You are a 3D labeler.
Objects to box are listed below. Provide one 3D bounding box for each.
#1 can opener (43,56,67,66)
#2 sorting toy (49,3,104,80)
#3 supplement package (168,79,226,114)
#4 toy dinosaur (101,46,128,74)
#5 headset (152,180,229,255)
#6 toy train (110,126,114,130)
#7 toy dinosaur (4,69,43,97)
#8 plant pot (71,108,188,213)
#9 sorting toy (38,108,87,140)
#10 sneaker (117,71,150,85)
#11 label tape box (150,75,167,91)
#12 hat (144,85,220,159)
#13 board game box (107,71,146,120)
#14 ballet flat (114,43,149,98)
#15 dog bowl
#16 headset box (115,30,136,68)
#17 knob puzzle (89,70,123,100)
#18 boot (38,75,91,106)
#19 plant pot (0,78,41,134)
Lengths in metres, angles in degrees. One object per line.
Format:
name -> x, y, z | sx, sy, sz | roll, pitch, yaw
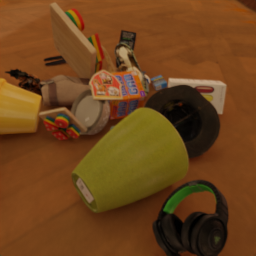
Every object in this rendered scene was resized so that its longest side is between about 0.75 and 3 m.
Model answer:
can opener -> -3.536, -3.579, 14.678 | 1.752, 0.689, 0.555 | -24, 80, -25
sorting toy -> -1.988, -3.398, 11.515 | 0.919, 2.623, 2.639 | -35, 79, -20
supplement package -> 2.468, -1.199, 10.401 | 1.958, 1.114, 1.073 | 3, 18, 4
toy dinosaur -> -0.517, -2.081, 10.661 | 1.049, 2.075, 0.604 | -4, 46, 0
headset -> 1.233, 2.193, 5.461 | 1.506, 1.146, 2.439 | -23, 30, 42
toy train -> -0.102, 0.179, 9.215 | 0.706, 0.528, 1.239 | 38, 47, 25
toy dinosaur -> -4.216, -1.780, 11.711 | 2.450, 1.251, 1.663 | 7, 9, 33
plant pot -> -0.124, 0.949, 6.805 | 2.297, 2.149, 2.149 | -30, 44, -28
sorting toy -> -2.093, -0.063, 8.777 | 1.137, 1.131, 0.396 | -8, 50, 32
sneaker -> 0.077, -2.055, 12.089 | 1.757, 0.708, 1.287 | -7, 26, -24
label tape box -> 1.354, -1.992, 12.414 | 0.547, 0.240, 0.759 | -19, 37, -2
hat -> 1.641, -0.105, 8.955 | 2.424, 0.978, 2.424 | -2, 74, 8
board game box -> -0.177, -1.181, 10.178 | 1.195, 1.195, 1.196 | -9, 61, -13
ballet flat -> 0.046, -2.412, 11.575 | 1.016, 1.016, 2.737 | -14, 63, -19
dog bowl -> -1.265, -0.489, 9.399 | 0.463, 1.579, 1.579 | 21, 12, -48
headset box -> -0.124, -3.566, 13.279 | 0.727, 1.568, 1.365 | 11, -4, 0
knob puzzle -> -0.729, -1.453, 9.251 | 1.268, 0.176, 1.268 | 9, 62, -17
boot -> -2.153, -1.150, 10.522 | 2.058, 0.989, 2.815 | -12, 36, -24
plant pot -> -3.889, -0.598, 9.253 | 1.828, 1.943, 1.943 | 9, 32, -16
